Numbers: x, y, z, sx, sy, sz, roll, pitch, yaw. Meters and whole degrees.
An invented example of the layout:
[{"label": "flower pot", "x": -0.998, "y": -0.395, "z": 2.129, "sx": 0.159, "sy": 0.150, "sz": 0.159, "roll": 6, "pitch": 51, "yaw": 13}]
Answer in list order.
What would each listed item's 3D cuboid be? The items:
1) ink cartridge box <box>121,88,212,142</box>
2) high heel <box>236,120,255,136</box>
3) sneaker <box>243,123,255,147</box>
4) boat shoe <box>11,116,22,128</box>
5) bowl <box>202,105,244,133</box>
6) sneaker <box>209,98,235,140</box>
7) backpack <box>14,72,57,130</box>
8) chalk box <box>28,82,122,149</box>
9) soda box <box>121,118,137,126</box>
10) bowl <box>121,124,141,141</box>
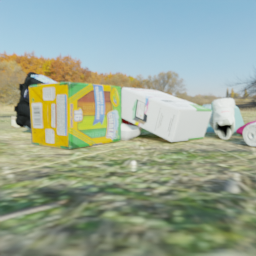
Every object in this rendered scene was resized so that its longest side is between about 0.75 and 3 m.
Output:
[{"label": "ink cartridge box", "x": 1.155, "y": -0.508, "z": 9.486, "sx": 1.856, "sy": 1.076, "sz": 2.563, "roll": -3, "pitch": 22, "yaw": -44}, {"label": "high heel", "x": 4.624, "y": 0.006, "z": 10.557, "sx": 0.959, "sy": 0.673, "sz": 2.000, "roll": 1, "pitch": 13, "yaw": 24}, {"label": "sneaker", "x": 4.372, "y": 0.080, "z": 7.218, "sx": 1.684, "sy": 0.926, "sz": 2.299, "roll": -8, "pitch": 2, "yaw": -25}, {"label": "boat shoe", "x": -5.020, "y": -0.363, "z": 14.535, "sx": 1.957, "sy": 0.636, "sz": 0.706, "roll": -3, "pitch": 5, "yaw": -28}, {"label": "bowl", "x": 3.944, "y": -0.442, "z": 12.234, "sx": 2.261, "sy": 1.183, "sz": 2.261, "roll": -1, "pitch": 4, "yaw": 0}, {"label": "sneaker", "x": 3.216, "y": -0.061, "z": 9.639, "sx": 0.898, "sy": 1.145, "sz": 2.304, "roll": -4, "pitch": -23, "yaw": 18}, {"label": "backpack", "x": -2.823, "y": -0.738, "z": 10.397, "sx": 2.161, "sy": 2.293, "sz": 2.811, "roll": 13, "pitch": 2, "yaw": -35}, {"label": "chalk box", "x": -1.303, "y": -0.424, "z": 8.561, "sx": 1.737, "sy": 1.749, "sz": 2.803, "roll": 3, "pitch": 7, "yaw": 37}, {"label": "soda box", "x": -0.645, "y": -0.082, "z": 10.871, "sx": 2.154, "sy": 0.683, "sz": 0.754, "roll": 3, "pitch": 6, "yaw": 39}, {"label": "bowl", "x": -0.147, "y": 0.149, "z": 9.420, "sx": 1.010, "sy": 0.377, "sz": 1.009, "roll": 8, "pitch": 13, "yaw": 32}]
